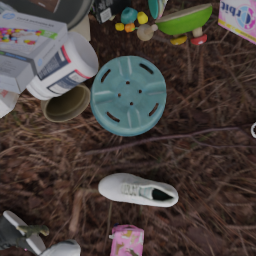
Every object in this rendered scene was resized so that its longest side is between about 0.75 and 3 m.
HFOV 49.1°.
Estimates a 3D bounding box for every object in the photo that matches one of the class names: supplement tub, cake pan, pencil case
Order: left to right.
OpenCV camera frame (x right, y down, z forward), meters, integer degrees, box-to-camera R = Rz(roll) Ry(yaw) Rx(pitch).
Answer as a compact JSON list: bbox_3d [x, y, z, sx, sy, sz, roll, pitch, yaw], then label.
[{"bbox_3d":[-2.142,-3.398,6.302,2.852,2.852,0.523,-4,35,-1],"label":"cake pan"},{"bbox_3d":[-1.432,-1.276,5.929,1.410,0.989,0.989,-24,77,23],"label":"supplement tub"},{"bbox_3d":[-0.143,3.567,7.187,0.892,0.854,2.063,7,79,4],"label":"pencil case"}]

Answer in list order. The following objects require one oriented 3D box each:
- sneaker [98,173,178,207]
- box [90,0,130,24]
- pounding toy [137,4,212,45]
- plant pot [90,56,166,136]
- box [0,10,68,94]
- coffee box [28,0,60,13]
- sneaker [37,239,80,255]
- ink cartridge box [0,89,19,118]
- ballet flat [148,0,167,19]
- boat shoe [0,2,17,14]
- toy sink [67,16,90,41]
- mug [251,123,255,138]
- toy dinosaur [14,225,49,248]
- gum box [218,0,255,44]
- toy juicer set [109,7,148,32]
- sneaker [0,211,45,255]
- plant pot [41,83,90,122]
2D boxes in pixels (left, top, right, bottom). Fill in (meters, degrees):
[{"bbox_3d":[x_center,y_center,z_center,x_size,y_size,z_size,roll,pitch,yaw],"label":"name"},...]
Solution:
[{"bbox_3d":[0.287,1.669,7.598,2.235,0.896,0.786,7,79,3],"label":"sneaker"},{"bbox_3d":[-1.017,-4.593,8.618,1.243,1.485,1.999,-35,75,-6],"label":"box"},{"bbox_3d":[1.084,-2.051,5.984,1.553,1.199,0.721,-23,113,-9],"label":"pounding toy"},{"bbox_3d":[0.007,-0.575,5.149,1.595,1.562,1.595,0,93,-1],"label":"plant pot"},{"bbox_3d":[-1.892,-1.311,4.582,1.239,0.327,1.589,16,50,10],"label":"box"},{"bbox_3d":[-1.581,-2.510,5.402,0.487,0.862,0.344,22,109,-22],"label":"coffee box"},{"bbox_3d":[-1.200,2.662,4.099,0.915,0.783,2.102,26,89,35],"label":"sneaker"},{"bbox_3d":[-3.618,-1.257,5.746,1.080,1.912,2.610,-37,113,-3],"label":"ink cartridge box"},{"bbox_3d":[0.897,-4.449,9.142,0.683,0.664,1.920,-14,77,-23],"label":"ballet flat"},{"bbox_3d":[-2.457,-2.421,5.933,0.775,0.259,0.285,45,124,11],"label":"boat shoe"},{"bbox_3d":[-1.966,-3.262,8.633,0.830,1.482,0.966,-13,76,27],"label":"toy sink"},{"bbox_3d":[4.032,0.059,8.113,0.856,0.632,0.750,-5,74,17],"label":"mug"},{"bbox_3d":[-1.941,2.034,5.370,0.243,1.024,0.451,38,85,27],"label":"toy dinosaur"},{"bbox_3d":[2.145,-1.988,4.876,0.413,0.709,1.250,-32,54,-15],"label":"gum box"},{"bbox_3d":[-0.093,-3.503,9.032,0.902,0.386,1.418,-46,56,0],"label":"toy juicer set"},{"bbox_3d":[-2.954,3.046,7.473,1.626,0.575,0.806,38,82,13],"label":"sneaker"},{"bbox_3d":[-1.979,-1.090,8.070,1.414,1.414,1.227,-32,64,-7],"label":"plant pot"}]
